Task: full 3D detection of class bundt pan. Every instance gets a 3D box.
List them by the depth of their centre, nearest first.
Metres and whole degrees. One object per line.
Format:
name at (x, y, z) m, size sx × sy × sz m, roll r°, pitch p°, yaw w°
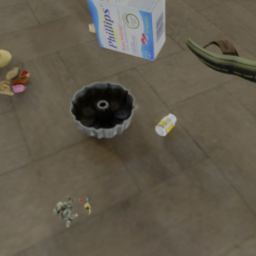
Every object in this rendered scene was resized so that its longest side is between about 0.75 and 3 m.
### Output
bundt pan at (-0.915, -0.581, 10.405) m, size 2.417 × 0.907 × 2.417 m, roll 0°, pitch 53°, yaw 0°

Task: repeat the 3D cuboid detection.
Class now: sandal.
sandal at (2.759, -1.934, 7.611) m, size 2.649 × 1.052 × 0.756 m, roll 30°, pitch 95°, yaw 32°

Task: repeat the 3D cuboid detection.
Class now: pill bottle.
pill bottle at (1.407, -0.120, 10.323) m, size 0.467 × 0.467 × 0.834 m, roll 33°, pitch 58°, yaw 23°

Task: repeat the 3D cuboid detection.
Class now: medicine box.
medicine box at (0.028, -3.266, 8.556) m, size 2.032 × 1.851 × 1.046 m, roll 19°, pitch 65°, yaw 18°

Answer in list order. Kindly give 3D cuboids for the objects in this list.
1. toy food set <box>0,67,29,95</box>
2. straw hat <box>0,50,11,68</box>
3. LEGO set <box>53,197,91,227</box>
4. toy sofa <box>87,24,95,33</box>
toy food set at (-4.763, -1.902, 11.857) m, size 1.135 × 0.281 × 1.786 m, roll 13°, pitch 46°, yaw 9°
straw hat at (-6.177, -3.309, 12.671) m, size 1.582 × 0.670 × 1.582 m, roll 0°, pitch 52°, yaw 1°
LEGO set at (-1.413, 1.942, 6.740) m, size 1.089 × 0.309 × 0.707 m, roll -32°, pitch 58°, yaw 13°
toy sofa at (-1.669, -5.355, 14.417) m, size 0.485 × 0.412 × 0.995 m, roll 26°, pitch 56°, yaw 17°
